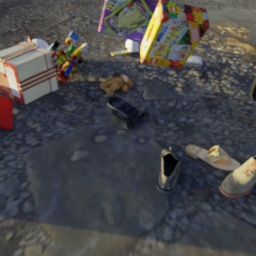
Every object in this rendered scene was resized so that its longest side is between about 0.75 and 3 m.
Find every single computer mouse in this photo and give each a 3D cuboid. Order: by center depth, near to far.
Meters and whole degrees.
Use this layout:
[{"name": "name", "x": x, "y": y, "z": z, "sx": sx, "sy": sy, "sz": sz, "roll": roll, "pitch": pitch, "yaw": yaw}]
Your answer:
[{"name": "computer mouse", "x": -0.157, "y": -0.551, "z": 10.250, "sx": 1.626, "sy": 0.429, "sz": 1.126, "roll": 37, "pitch": 50, "yaw": 24}]

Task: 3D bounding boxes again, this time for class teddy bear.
[{"name": "teddy bear", "x": -0.479, "y": -1.878, "z": 11.887, "sx": 1.456, "sy": 0.486, "sz": 1.056, "roll": -14, "pitch": 41, "yaw": -17}]

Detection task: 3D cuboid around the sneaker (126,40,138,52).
[{"name": "sneaker", "x": 0.268, "y": -4.692, "z": 15.139, "sx": 0.710, "sy": 0.905, "sz": 1.822, "roll": -2, "pitch": 28, "yaw": -7}]

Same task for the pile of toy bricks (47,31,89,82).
[{"name": "pile of toy bricks", "x": -3.133, "y": -3.270, "z": 13.239, "sx": 1.429, "sy": 1.606, "sz": 2.895, "roll": -24, "pitch": 35, "yaw": 36}]

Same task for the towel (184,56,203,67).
[{"name": "towel", "x": 3.005, "y": -3.386, "z": 14.064, "sx": 1.410, "sy": 0.243, "sz": 0.934, "roll": 5, "pitch": 38, "yaw": 7}]

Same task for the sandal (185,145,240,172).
[{"name": "sandal", "x": 2.538, "y": 0.759, "z": 8.350, "sx": 1.663, "sy": 0.547, "sz": 0.610, "roll": 18, "pitch": 41, "yaw": 23}]

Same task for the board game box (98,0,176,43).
[{"name": "board game box", "x": 0.435, "y": -3.580, "z": 9.141, "sx": 2.575, "sy": 1.545, "sz": 0.416, "roll": 9, "pitch": 19, "yaw": -21}]

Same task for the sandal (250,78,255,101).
[{"name": "sandal", "x": 3.586, "y": -1.479, "z": 7.004, "sx": 0.646, "sy": 1.721, "sz": 0.388, "roll": 10, "pitch": 13, "yaw": -12}]

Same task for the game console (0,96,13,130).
[{"name": "game console", "x": -5.346, "y": -0.363, "z": 10.120, "sx": 1.856, "sy": 1.278, "sz": 2.153, "roll": -35, "pitch": 40, "yaw": 6}]

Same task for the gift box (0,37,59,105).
[{"name": "gift box", "x": -4.003, "y": -2.393, "z": 11.278, "sx": 1.964, "sy": 2.128, "sz": 1.987, "roll": 28, "pitch": 44, "yaw": 25}]

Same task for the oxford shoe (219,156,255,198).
[{"name": "oxford shoe", "x": 3.243, "y": 1.190, "z": 7.612, "sx": 2.008, "sy": 0.751, "sz": 0.707, "roll": -25, "pitch": 44, "yaw": -29}]

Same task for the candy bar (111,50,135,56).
[{"name": "candy bar", "x": -0.254, "y": -4.015, "z": 14.971, "sx": 1.385, "sy": 0.153, "sz": 0.345, "roll": -13, "pitch": 39, "yaw": -18}]

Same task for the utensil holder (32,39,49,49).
[{"name": "utensil holder", "x": -4.372, "y": -3.603, "z": 13.644, "sx": 1.142, "sy": 1.142, "sz": 1.344, "roll": -8, "pitch": 35, "yaw": -10}]

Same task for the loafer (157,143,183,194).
[{"name": "loafer", "x": 1.226, "y": 1.004, "z": 7.986, "sx": 0.679, "sy": 0.595, "sz": 1.891, "roll": 8, "pitch": 38, "yaw": 10}]

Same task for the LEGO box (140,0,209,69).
[{"name": "LEGO box", "x": 1.021, "y": -2.119, "z": 6.543, "sx": 1.103, "sy": 1.481, "sz": 0.571, "roll": 5, "pitch": 62, "yaw": -13}]
